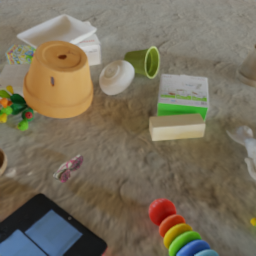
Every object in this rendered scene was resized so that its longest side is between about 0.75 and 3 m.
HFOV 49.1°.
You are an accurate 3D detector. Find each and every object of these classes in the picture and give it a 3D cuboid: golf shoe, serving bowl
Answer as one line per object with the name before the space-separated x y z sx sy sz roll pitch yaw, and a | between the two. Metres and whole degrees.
golf shoe | -1.890 1.212 8.889 0.521 0.411 1.132 21 46 28
serving bowl | -0.592 -2.244 11.902 1.665 0.548 1.665 -17 55 25

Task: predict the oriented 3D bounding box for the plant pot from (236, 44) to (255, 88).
plant pot | 5.876 -2.871 12.468 1.745 1.514 1.745 -1 43 1

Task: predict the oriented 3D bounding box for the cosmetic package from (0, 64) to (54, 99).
cosmetic package | -4.313 -2.091 12.263 2.434 0.629 1.835 -2 41 -3

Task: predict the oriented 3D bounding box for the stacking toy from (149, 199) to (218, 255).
stacking toy | 1.318 2.810 6.770 1.158 1.158 2.713 -19 42 -19

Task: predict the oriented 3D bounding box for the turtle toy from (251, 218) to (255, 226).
turtle toy | 3.832 2.481 7.468 0.984 0.497 0.717 -25 48 -24

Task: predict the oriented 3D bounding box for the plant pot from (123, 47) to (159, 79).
plant pot | 0.544 -3.060 12.937 1.338 1.409 1.409 13 43 30

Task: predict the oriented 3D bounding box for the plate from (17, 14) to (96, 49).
plate | -3.332 -4.295 13.090 2.820 0.456 2.814 -36 52 -24

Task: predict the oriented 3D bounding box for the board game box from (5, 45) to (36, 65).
board game box | -4.745 -3.318 13.381 1.745 0.899 0.915 5 43 5

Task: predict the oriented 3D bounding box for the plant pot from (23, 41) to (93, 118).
plant pot | -2.619 -2.004 10.745 2.744 1.921 2.744 9 49 -10

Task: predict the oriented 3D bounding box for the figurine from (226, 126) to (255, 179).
figurine | 4.736 0.552 9.311 2.351 1.012 2.294 -7 37 -6

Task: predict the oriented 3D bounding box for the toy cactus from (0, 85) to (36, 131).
toy cactus | -4.108 -0.910 10.755 2.121 1.314 2.570 -20 37 -33

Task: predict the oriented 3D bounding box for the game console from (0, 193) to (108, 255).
game console | -2.231 3.040 6.940 2.707 0.420 2.394 28 50 26

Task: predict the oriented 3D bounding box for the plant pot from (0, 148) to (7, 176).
plant pot | -4.441 1.295 8.572 1.516 0.700 1.516 0 45 0

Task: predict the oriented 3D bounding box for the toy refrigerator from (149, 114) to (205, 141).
toy refrigerator | 1.731 -0.012 10.055 1.854 0.649 0.704 -4 37 -6

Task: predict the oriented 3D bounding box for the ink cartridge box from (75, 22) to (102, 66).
ink cartridge box | -2.601 -4.221 14.157 1.999 1.164 2.744 -12 43 -12

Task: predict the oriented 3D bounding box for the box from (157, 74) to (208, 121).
box | 2.117 -1.213 10.955 1.860 0.899 1.641 5 52 5
